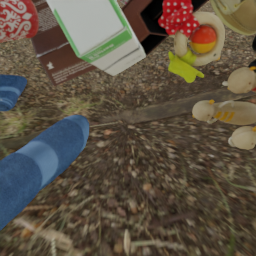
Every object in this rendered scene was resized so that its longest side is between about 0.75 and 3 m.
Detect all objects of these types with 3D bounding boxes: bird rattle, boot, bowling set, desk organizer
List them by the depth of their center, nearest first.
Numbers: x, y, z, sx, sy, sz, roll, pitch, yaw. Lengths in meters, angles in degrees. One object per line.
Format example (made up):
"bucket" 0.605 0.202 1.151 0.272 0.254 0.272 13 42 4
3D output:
"bowling set" 1.852 -0.132 3.432 1.139 2.122 1.477 2 60 -20
"bird rattle" 0.934 -1.316 4.100 0.971 1.192 0.671 -13 22 -12
"desk organizer" 0.814 -2.920 6.723 0.947 2.640 1.016 -14 74 -48
"boot" 2.874 -3.614 6.990 0.977 2.712 2.097 -44 11 -3

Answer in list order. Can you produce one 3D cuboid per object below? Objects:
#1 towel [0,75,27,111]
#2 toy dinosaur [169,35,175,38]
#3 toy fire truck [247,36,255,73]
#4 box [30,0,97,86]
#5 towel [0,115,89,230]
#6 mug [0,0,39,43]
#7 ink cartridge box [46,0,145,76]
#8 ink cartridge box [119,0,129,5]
"towel" -3.818 -1.124 8.703 0.937 0.407 1.678 1 38 0
"toy dinosaur" 1.060 -4.078 12.413 2.423 0.575 1.068 13 33 11
"toy fire truck" 3.979 -2.043 6.347 2.406 2.118 1.548 -22 45 -16
"box" -1.515 -2.189 6.144 1.233 0.923 2.462 -24 54 -6
"towel" -1.003 0.514 2.501 0.418 0.961 1.721 47 37 -2
"mug" -1.780 -1.360 3.688 0.805 0.605 0.907 -14 18 41
"ink cartridge box" -0.373 -1.359 3.597 0.636 1.105 1.514 -30 -4 11
"ink cartridge box" 0.041 -4.129 7.830 2.397 1.135 0.444 37 1 0
